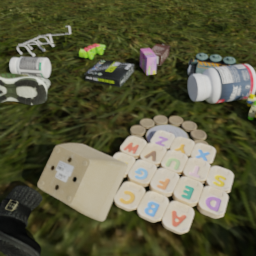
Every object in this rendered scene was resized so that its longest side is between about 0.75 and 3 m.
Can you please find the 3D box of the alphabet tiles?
[{"bbox_3d":[0.991,1.054,6.706,2.840,0.207,2.778,19,43,19],"label":"alphabet tiles"}]

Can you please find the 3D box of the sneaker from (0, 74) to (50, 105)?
[{"bbox_3d":[-4.118,-1.523,9.977,2.930,1.127,1.298,10,26,3],"label":"sneaker"}]

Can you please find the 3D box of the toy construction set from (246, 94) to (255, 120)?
[{"bbox_3d":[4.546,-0.511,8.649,1.826,0.841,1.198,8,34,29],"label":"toy construction set"}]

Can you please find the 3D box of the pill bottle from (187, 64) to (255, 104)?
[{"bbox_3d":[3.147,-1.465,9.564,2.020,1.208,1.208,-8,36,-8],"label":"pill bottle"}]

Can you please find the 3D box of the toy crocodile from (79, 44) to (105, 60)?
[{"bbox_3d":[-1.696,-3.651,13.204,0.589,0.539,1.745,22,40,27],"label":"toy crocodile"}]

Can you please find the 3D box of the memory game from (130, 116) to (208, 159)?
[{"bbox_3d":[1.124,0.314,7.991,2.300,0.147,2.300,0,36,0],"label":"memory game"}]

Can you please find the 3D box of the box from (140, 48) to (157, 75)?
[{"bbox_3d":[0.830,-2.781,11.743,0.432,0.785,0.893,-11,40,-13],"label":"box"}]

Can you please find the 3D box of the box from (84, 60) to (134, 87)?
[{"bbox_3d":[-0.726,-2.254,11.388,1.537,0.378,1.592,11,37,19],"label":"box"}]

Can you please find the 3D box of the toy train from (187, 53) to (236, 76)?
[{"bbox_3d":[3.384,-2.324,11.150,2.051,0.874,1.169,13,47,17],"label":"toy train"}]

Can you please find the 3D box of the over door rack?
[{"bbox_3d":[-3.988,-4.088,13.470,2.259,0.752,1.669,-5,29,30],"label":"over door rack"}]

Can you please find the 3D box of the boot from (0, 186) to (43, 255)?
[{"bbox_3d":[-2.037,1.815,5.476,1.632,0.614,1.220,18,39,24],"label":"boot"}]

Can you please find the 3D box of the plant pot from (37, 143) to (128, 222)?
[{"bbox_3d":[-1.001,1.011,5.658,1.309,1.160,1.310,21,83,26],"label":"plant pot"}]

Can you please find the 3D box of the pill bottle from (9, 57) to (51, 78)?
[{"bbox_3d":[-3.938,-2.443,11.278,1.432,0.810,0.810,5,36,6],"label":"pill bottle"}]

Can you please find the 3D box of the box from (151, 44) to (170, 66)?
[{"bbox_3d":[1.376,-3.364,12.839,0.696,0.521,1.390,14,39,19],"label":"box"}]
